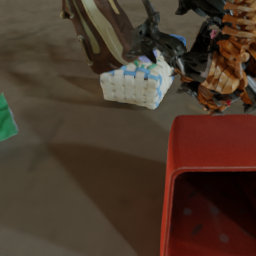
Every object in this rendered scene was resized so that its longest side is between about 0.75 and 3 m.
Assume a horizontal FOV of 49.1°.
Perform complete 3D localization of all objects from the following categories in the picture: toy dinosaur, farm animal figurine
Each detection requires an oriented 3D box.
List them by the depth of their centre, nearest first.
[{"bbox_3d":[0.891,-0.812,2.839,1.094,2.141,1.453,-37,74,-25],"label":"toy dinosaur"},{"bbox_3d":[4.167,-3.889,11.192,1.560,0.785,1.260,-31,50,-31],"label":"farm animal figurine"}]

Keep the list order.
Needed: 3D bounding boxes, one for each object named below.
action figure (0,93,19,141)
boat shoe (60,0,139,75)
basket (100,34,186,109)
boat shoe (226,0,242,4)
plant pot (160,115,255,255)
[{"bbox_3d":[-4.005,0.226,6.468,2.708,0.740,1.599,-23,47,-15],"label":"action figure"},{"bbox_3d":[-0.822,-2.213,4.765,1.023,2.765,1.021,-25,-4,29],"label":"boat shoe"},{"bbox_3d":[0.403,-1.940,8.123,2.280,1.798,2.585,10,52,10],"label":"basket"},{"bbox_3d":[3.000,-4.642,7.522,1.001,0.940,2.782,13,67,7],"label":"boat shoe"},{"bbox_3d":[1.607,0.913,4.702,2.276,2.274,2.006,-1,31,-1],"label":"plant pot"}]
